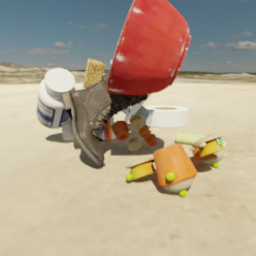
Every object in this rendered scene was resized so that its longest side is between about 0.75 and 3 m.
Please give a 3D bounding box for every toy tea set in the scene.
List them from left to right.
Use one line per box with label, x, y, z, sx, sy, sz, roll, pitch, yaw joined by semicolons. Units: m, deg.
toy tea set;0.190;0.107;7.845;0.946;1.591;0.589;-31;51;11
toy tea set;1.352;0.872;6.245;2.710;1.003;1.611;-11;-13;-32

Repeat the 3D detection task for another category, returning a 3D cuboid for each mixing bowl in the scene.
mixing bowl;0.538;-1.695;6.169;1.315;2.428;2.428;19;12;-1

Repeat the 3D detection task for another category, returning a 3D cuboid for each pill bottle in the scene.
pill bottle;-2.149;-0.854;8.397;1.092;1.092;1.966;-5;-25;-24
pill bottle;-1.332;-0.035;9.623;1.744;0.955;0.955;-4;12;-1

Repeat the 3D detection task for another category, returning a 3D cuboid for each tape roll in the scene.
tape roll;1.670;-0.542;12.591;2.054;0.719;2.054;0;12;0

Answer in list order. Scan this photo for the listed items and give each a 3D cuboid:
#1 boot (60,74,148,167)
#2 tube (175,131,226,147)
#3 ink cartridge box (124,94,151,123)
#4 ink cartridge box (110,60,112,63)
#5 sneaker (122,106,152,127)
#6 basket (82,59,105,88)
boot;-0.451;-0.443;7.227;2.114;2.429;0.841;-24;-17;-4
tube;2.331;0.416;9.033;1.554;0.403;0.451;8;53;20
ink cartridge box;0.326;-1.324;9.665;0.672;1.914;2.355;34;52;13
ink cartridge box;-0.153;-2.078;9.349;0.830;0.180;0.822;-8;35;-1
sneaker;0.115;-0.785;11.411;2.068;0.755;0.732;40;-5;-16
basket;-1.684;-2.350;12.156;0.907;1.218;0.869;-2;24;-42
